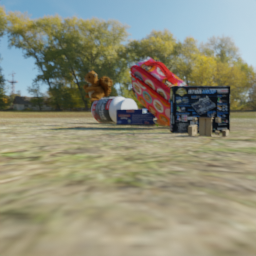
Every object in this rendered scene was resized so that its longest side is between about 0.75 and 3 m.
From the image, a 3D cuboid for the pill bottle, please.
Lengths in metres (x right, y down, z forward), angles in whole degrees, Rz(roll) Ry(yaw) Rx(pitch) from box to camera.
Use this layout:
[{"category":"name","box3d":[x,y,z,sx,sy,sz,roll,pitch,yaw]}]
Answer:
[{"category":"pill bottle","box3d":[-0.900,-1.133,18.062,1.702,1.702,2.938,-2,3,-42]}]

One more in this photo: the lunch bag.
[{"category":"lunch bag","box3d":[1.286,-1.573,11.312,1.118,2.404,2.729,-36,59,-20]}]

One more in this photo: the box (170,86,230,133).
[{"category":"box","box3d":[2.162,-0.551,8.447,1.777,1.413,0.409,-1,3,-4]}]

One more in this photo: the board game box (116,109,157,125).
[{"category":"board game box","box3d":[1.141,-0.618,15.825,2.845,0.877,2.843,1,3,18]}]

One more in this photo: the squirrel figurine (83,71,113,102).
[{"category":"squirrel figurine","box3d":[-1.551,-2.196,14.181,1.492,1.392,1.056,-12,23,-11]}]

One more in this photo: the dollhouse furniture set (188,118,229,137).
[{"category":"dollhouse furniture set","box3d":[2.057,-0.027,7.163,0.947,0.491,0.419,2,5,30]}]

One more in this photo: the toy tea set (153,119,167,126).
[{"category":"toy tea set","box3d":[2.320,-0.390,14.031,2.732,1.011,1.624,2,31,-28]}]
